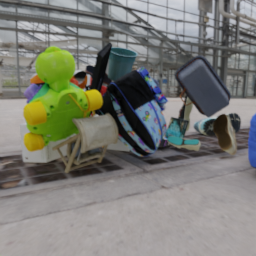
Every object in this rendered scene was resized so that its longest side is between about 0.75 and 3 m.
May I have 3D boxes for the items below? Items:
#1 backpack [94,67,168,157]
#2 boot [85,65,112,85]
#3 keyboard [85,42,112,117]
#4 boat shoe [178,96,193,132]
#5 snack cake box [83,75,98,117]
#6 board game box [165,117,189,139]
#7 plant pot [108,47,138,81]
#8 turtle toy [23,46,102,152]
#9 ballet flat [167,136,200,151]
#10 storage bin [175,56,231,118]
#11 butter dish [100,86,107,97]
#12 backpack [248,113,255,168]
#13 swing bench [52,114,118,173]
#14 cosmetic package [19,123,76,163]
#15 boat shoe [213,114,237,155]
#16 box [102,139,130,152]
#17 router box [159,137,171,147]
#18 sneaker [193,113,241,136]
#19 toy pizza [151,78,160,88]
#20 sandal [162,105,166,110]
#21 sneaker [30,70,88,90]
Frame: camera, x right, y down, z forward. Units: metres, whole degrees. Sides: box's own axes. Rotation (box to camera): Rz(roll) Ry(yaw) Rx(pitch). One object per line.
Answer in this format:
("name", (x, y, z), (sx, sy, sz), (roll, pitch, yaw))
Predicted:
("backpack", (0.296, -0.350, 8.400), (1.536, 2.284, 2.085), (-35, -3, -25))
("boot", (-1.188, -2.013, 11.141), (1.187, 0.443, 0.575), (35, -21, -6))
("keyboard", (-1.080, -1.216, 8.598), (0.265, 2.569, 1.633), (22, 44, 2))
("boat shoe", (2.164, -0.616, 10.769), (0.467, 1.491, 0.545), (9, -2, 41))
("snack cake box", (-1.764, -1.016, 11.454), (0.878, 1.504, 2.615), (3, -11, 4))
("board game box", (1.736, 0.063, 10.118), (0.175, 0.840, 1.242), (16, 3, -16))
("plant pot", (-0.251, -2.067, 9.297), (0.969, 0.949, 0.969), (10, 28, -5))
("turtle toy", (-1.828, -0.701, 7.216), (2.016, 2.766, 1.398), (-17, 56, -31))
("ballet flat", (1.537, 0.459, 7.777), (0.944, 0.328, 0.328), (9, 12, 31))
("storage bin", (2.496, -1.294, 9.594), (1.511, 2.077, 1.395), (-35, 5, 18))
("butter dish", (-0.940, -1.379, 11.338), (0.556, 0.753, 0.751), (-18, 38, -22))
("backpack", (4.339, 0.073, 7.347), (2.328, 2.404, 2.865), (-2, 9, 38))
("swing bench", (-1.099, 0.391, 7.769), (1.381, 0.901, 1.389), (-13, -27, -51))
("cosmetic package", (-2.372, 0.316, 9.228), (0.957, 1.213, 2.255), (-1, 8, 23))
("boat shoe", (3.336, 0.209, 9.552), (0.602, 0.542, 1.668), (-34, 32, 31))
("box", (-0.544, 0.046, 10.374), (0.951, 1.214, 1.951), (8, 6, -16))
("router box", (0.980, 0.384, 10.431), (1.145, 0.292, 0.854), (22, 5, 23))
("sneaker", (4.343, -0.233, 13.647), (2.582, 1.002, 1.114), (-4, 7, -25))
("toy pizza", (0.661, -1.350, 9.680), (0.873, 0.873, 0.138), (-2, 37, -13))
("sandal", (0.643, -1.000, 9.563), (1.437, 0.353, 0.585), (29, -30, 4))
("sneaker", (-2.271, -1.439, 8.796), (0.951, 0.783, 2.068), (9, 13, 34))
